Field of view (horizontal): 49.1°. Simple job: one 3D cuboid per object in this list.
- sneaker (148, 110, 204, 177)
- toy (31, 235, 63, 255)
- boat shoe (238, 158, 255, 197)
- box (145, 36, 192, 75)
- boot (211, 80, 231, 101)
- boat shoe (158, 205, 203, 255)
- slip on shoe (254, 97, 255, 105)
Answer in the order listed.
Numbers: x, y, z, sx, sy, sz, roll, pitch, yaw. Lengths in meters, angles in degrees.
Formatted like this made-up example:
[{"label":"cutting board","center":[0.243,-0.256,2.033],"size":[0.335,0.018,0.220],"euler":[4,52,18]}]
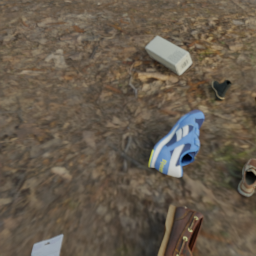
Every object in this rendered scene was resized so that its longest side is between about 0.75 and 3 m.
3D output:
[{"label":"sneaker","center":[1.689,0.475,8.348],"size":[1.068,0.960,2.597],"euler":[29,56,26]},{"label":"toy","center":[-1.662,3.141,5.569],"size":[0.994,0.408,1.726],"euler":[-27,38,28]},{"label":"boat shoe","center":[3.413,1.288,7.720],"size":[0.502,0.476,1.325],"euler":[19,45,18]},{"label":"box","center":[1.766,-3.226,12.407],"size":[0.855,0.711,2.081],"euler":[-44,52,-1]},{"label":"boot","center":[3.624,-1.655,10.754],"size":[0.434,0.775,1.120],"euler":[9,43,-14]},{"label":"boat shoe","center":[1.044,2.698,5.843],"size":[0.876,0.876,2.490],"euler":[11,43,16]},{"label":"slip on shoe","center":[4.710,-0.644,9.783],"size":[0.404,0.507,1.333],"euler":[15,51,-2]}]
